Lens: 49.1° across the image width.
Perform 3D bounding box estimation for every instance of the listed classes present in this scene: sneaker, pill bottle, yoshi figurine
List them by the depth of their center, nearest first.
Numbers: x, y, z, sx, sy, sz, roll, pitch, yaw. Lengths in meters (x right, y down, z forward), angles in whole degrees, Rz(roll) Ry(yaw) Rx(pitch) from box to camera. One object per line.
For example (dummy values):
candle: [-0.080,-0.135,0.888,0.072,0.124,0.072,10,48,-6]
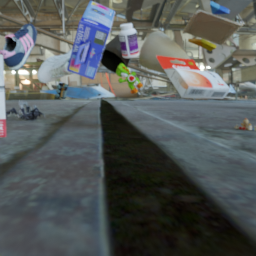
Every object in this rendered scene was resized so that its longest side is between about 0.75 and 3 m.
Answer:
pill bottle: [0.019,-3.458,11.152,0.706,1.255,0.706,-8,28,4]
sneaker: [-4.580,-3.668,11.727,0.907,2.587,1.061,-4,-32,14]
yoshi figurine: [-0.030,-2.126,11.877,0.758,1.353,0.761,-27,25,28]
sneaker: [-3.248,-2.980,13.706,2.866,1.117,1.424,-28,32,8]

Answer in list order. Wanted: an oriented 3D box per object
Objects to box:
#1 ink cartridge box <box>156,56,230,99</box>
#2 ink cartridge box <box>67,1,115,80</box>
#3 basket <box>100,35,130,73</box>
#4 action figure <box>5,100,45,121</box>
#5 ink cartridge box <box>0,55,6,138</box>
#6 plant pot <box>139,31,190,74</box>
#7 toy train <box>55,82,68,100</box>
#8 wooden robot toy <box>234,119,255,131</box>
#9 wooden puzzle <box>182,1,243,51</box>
ink cartridge box: [2.091,-1.828,9.183,1.719,0.531,2.120,-2,51,-28]
ink cartridge box: [-1.068,-2.492,8.107,0.870,1.556,2.280,16,37,-12]
basket: [-0.392,-3.500,12.707,1.498,1.661,1.130,34,-32,-7]
action figure: [-5.213,-0.847,13.892,2.061,1.052,1.225,-4,-3,-16]
ink cartridge box: [-4.774,-1.042,9.088,1.092,2.608,1.882,-5,9,-36]
plant pot: [1.636,-2.888,11.578,1.741,1.631,1.631,37,25,27]
toy train: [-2.917,-1.623,12.310,0.468,0.821,0.350,17,33,0]
wooden robot toy: [4.487,-0.136,10.652,0.414,0.427,0.940,-6,9,-39]
wooden puzzle: [3.109,-3.765,10.527,1.950,0.338,2.890,14,-8,-10]
